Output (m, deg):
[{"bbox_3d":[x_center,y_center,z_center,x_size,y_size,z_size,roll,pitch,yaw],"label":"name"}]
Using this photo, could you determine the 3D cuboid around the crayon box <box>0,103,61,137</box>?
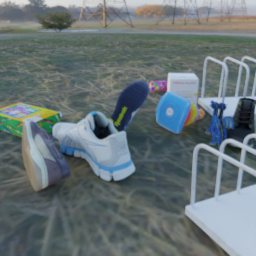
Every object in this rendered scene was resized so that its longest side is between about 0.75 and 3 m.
[{"bbox_3d":[-3.115,-0.238,8.519,1.861,0.542,1.105,13,26,29],"label":"crayon box"}]

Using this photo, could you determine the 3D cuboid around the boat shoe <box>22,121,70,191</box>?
[{"bbox_3d":[-1.929,0.529,6.355,0.814,0.903,2.511,-3,22,-26],"label":"boat shoe"}]

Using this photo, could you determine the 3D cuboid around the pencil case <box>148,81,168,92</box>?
[{"bbox_3d":[1.443,-1.846,12.377,1.092,0.483,0.483,-8,24,-17],"label":"pencil case"}]

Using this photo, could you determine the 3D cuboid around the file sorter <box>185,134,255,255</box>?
[{"bbox_3d":[2.361,0.923,4.498,2.291,1.427,1.590,-9,21,-23],"label":"file sorter"}]

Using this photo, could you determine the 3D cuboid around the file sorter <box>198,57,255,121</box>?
[{"bbox_3d":[4.280,-1.449,9.750,2.958,1.842,2.053,-2,23,-5],"label":"file sorter"}]

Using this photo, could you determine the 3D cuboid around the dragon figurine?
[{"bbox_3d":[2.395,-0.015,7.265,0.526,0.889,1.788,5,36,-1],"label":"dragon figurine"}]

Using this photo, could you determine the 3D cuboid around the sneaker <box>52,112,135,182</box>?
[{"bbox_3d":[-0.922,0.127,6.800,1.084,1.253,2.892,-22,30,-40],"label":"sneaker"}]

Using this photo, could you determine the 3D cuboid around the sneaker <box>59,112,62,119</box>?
[{"bbox_3d":[-2.561,-0.354,9.150,0.782,0.286,0.277,-11,37,-11],"label":"sneaker"}]

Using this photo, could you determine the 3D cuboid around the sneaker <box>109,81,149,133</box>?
[{"bbox_3d":[0.003,-0.623,7.842,0.661,1.788,0.735,36,32,1],"label":"sneaker"}]

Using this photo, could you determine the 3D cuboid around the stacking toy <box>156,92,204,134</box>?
[{"bbox_3d":[1.803,-0.464,8.587,1.819,1.056,0.998,-1,26,-45],"label":"stacking toy"}]

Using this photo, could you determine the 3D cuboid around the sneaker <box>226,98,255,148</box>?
[{"bbox_3d":[3.104,-0.190,7.646,0.725,1.030,1.940,11,23,16],"label":"sneaker"}]

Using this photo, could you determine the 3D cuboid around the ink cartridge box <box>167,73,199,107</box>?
[{"bbox_3d":[1.866,-1.181,9.769,0.961,1.305,0.944,1,23,2],"label":"ink cartridge box"}]
